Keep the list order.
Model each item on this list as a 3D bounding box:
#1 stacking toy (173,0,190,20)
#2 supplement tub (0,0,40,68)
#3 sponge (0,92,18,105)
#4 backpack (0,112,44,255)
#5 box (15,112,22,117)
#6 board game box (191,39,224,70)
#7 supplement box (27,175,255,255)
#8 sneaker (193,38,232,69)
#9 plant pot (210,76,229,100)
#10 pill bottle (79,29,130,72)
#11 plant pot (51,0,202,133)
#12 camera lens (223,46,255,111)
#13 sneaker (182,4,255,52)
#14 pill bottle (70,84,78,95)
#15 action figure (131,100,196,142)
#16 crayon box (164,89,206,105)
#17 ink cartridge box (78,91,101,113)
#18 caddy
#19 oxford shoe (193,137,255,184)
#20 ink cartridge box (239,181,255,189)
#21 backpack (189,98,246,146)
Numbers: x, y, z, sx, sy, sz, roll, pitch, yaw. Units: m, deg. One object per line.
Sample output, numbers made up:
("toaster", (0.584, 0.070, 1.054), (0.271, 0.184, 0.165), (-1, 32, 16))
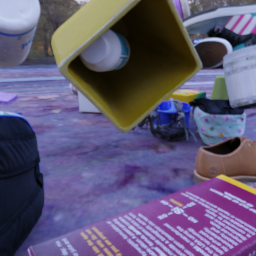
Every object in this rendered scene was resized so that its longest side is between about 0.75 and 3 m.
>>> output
("stacking toy", (1.092, -4.288, 10.891), (2.501, 1.068, 1.068), (-11, 14, 12))
("supplement tub", (-3.310, -2.739, 7.574), (1.495, 1.495, 2.265), (-9, -9, -28))
("sponge", (-3.034, -0.697, 6.447), (0.826, 0.123, 0.461), (8, 27, 6))
("backpack", (-2.194, 0.769, 3.643), (1.722, 2.144, 2.343), (-1, 8, 7))
("box", (-3.811, -0.110, 9.350), (0.172, 0.642, 1.060), (2, 17, 6))
("board game box", (2.912, -2.753, 10.186), (2.410, 0.827, 2.916), (1, 21, 16))
("supplement box", (0.451, 1.473, 2.609), (2.392, 1.320, 1.024), (-10, 18, -33))
("sneaker", (2.230, -2.099, 7.940), (0.910, 0.782, 2.149), (-24, 11, -23))
("plant pot", (4.590, -1.697, 13.306), (1.587, 1.507, 1.587), (0, 15, 0))
("pill bottle", (-0.555, -1.792, 6.462), (0.958, 0.958, 1.728), (3, 13, 10))
("plant pot", (-0.286, -1.999, 6.845), (2.550, 2.534, 2.609), (-40, 45, 4))
("camera lens", (2.654, -1.047, 6.118), (0.989, 1.236, 0.989), (-11, -3, 0))
("sneaker", (2.868, -2.356, 7.689), (2.727, 1.647, 1.140), (-5, 5, 2))
("pill bottle", (-2.937, -2.443, 16.987), (0.889, 0.889, 1.607), (-10, 19, -32))
("action figure", (1.073, -0.286, 8.900), (1.502, 1.289, 2.527), (0, 10, -42))
("crayon box", (2.864, -1.559, 14.505), (1.448, 0.579, 2.281), (14, 22, 41))
("ink cartridge box", (-0.663, -1.426, 12.883), (2.786, 1.196, 2.040), (1, 15, 8))
("caddy", (1.604, -0.576, 10.322), (1.355, 1.006, 1.917), (0, 16, 4))
("oxford shoe", (2.213, 0.500, 5.049), (2.157, 0.769, 0.769), (-8, 18, -18))
("ink cartridge box", (2.533, 1.093, 5.299), (1.325, 0.567, 0.978), (14, 22, 36))
("backpack", (2.827, -0.224, 8.550), (1.726, 1.309, 2.068), (-6, 14, 9))
